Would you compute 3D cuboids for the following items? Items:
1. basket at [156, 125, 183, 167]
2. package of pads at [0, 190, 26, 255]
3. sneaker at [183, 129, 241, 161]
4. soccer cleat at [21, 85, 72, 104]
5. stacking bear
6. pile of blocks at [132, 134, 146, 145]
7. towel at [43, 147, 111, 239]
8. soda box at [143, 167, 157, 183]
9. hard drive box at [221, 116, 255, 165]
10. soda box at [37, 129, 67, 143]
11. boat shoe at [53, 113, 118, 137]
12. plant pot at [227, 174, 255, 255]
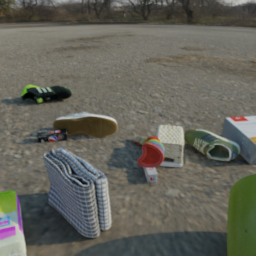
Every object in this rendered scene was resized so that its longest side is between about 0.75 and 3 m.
[{"bbox_3d":[1.374,0.567,9.437,0.955,0.869,1.409,4,26,7],"label":"basket"},{"bbox_3d":[-3.502,2.328,5.983,2.347,0.801,1.814,-11,28,-20],"label":"package of pads"},{"bbox_3d":[2.740,0.599,9.564,2.000,0.671,0.898,19,27,27],"label":"sneaker"},{"bbox_3d":[-4.094,-1.618,14.059,2.528,0.853,1.024,3,46,5],"label":"soccer cleat"},{"bbox_3d":[0.684,0.588,7.821,0.654,0.698,1.149,17,20,1],"label":"stacking bear"},{"bbox_3d":[0.511,0.545,10.205,0.328,0.433,1.055,-56,36,-8],"label":"pile of blocks"},{"bbox_3d":[-1.297,1.506,6.745,0.844,1.634,1.973,-28,37,-34],"label":"towel"},{"bbox_3d":[0.665,1.297,8.601,0.289,0.311,0.910,-3,27,-7],"label":"soda box"},{"bbox_3d":[4.557,0.362,9.940,1.594,0.785,2.045,-4,27,-10],"label":"hard drive box"},{"bbox_3d":[-2.840,0.299,10.565,1.068,0.338,0.378,-5,28,-8],"label":"soda box"},{"bbox_3d":[-1.622,-0.236,11.012,2.549,0.902,0.883,3,27,8],"label":"boat shoe"},{"bbox_3d":[2.666,2.309,5.012,2.083,2.083,2.226,13,44,24],"label":"plant pot"}]
